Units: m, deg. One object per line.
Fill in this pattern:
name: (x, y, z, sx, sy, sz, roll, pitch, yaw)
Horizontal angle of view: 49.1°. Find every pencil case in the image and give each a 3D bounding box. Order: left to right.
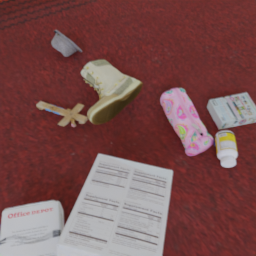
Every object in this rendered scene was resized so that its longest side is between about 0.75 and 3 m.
pencil case: (2.037, -0.269, 9.881, 1.108, 1.108, 2.533, -14, 54, -10)

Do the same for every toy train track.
toy train track: (-2.483, -0.510, 10.492, 2.216, 0.361, 1.271, 19, 48, 22)

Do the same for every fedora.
fedora: (-2.844, -3.629, 12.409, 1.538, 1.360, 0.694, 41, 93, 24)

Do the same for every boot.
boot: (-1.051, -1.460, 10.570, 2.158, 1.006, 2.791, 37, 52, 15)

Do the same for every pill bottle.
pill bottle: (3.300, 0.716, 9.411, 0.647, 0.647, 1.155, 4, 54, 3)

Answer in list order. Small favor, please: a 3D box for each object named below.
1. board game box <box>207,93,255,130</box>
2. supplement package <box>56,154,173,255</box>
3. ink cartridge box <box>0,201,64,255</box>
board game box: (3.941, -0.639, 10.506, 1.563, 0.502, 1.153, -11, 55, -7)
supplement package: (-0.211, 2.434, 6.798, 2.048, 2.063, 2.719, 12, 37, 6)
ink cartridge box: (-2.486, 3.204, 7.423, 1.566, 0.899, 2.156, -8, 54, -6)
